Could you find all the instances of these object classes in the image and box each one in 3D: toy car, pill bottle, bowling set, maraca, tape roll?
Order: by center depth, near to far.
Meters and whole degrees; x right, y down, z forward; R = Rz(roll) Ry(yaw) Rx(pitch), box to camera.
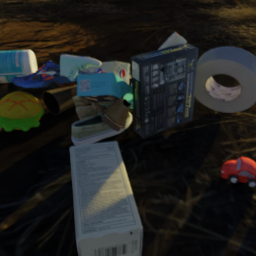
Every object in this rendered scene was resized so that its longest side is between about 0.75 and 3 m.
[{"bbox_3d":[4.513,1.275,8.103,2.655,0.629,2.821,-26,42,-32],"label":"toy car"},{"bbox_3d":[-3.886,-0.508,9.999,1.664,1.299,2.428,-4,30,-15],"label":"maraca"},{"bbox_3d":[-1.455,-0.973,10.027,0.954,1.236,1.777,-17,-6,-8],"label":"bowling set"},{"bbox_3d":[3.716,-1.776,10.687,2.578,2.578,0.852,15,54,21],"label":"tape roll"},{"bbox_3d":[-5.865,-2.908,13.401,2.688,1.489,1.489,-4,35,-7],"label":"pill bottle"}]

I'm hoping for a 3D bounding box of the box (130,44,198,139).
[{"bbox_3d":[1.250,-1.243,9.662,2.241,2.841,0.725,-20,38,-21],"label":"box"}]

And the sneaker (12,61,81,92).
[{"bbox_3d":[-3.055,-1.990,10.611,2.618,1.027,0.986,-10,0,-9],"label":"sneaker"}]

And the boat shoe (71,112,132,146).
[{"bbox_3d":[-0.869,-0.150,10.020,2.550,0.791,0.918,-28,43,-34],"label":"boat shoe"}]

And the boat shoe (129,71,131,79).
[{"bbox_3d":[0.572,-3.132,14.324,0.648,0.805,1.736,29,44,35],"label":"boat shoe"}]

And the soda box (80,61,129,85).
[{"bbox_3d":[-1.093,-2.064,10.893,2.489,0.850,0.789,8,8,43],"label":"soda box"}]

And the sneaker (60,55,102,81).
[{"bbox_3d":[-1.462,-1.773,8.559,1.299,0.766,0.478,7,3,10],"label":"sneaker"}]

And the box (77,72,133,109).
[{"bbox_3d":[-0.589,-1.189,9.662,1.171,0.699,2.845,0,-4,18],"label":"box"}]

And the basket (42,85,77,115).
[{"bbox_3d":[-2.592,-1.218,11.516,1.226,0.925,1.360,31,42,34],"label":"basket"}]

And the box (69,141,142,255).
[{"bbox_3d":[-0.665,1.707,7.007,1.414,1.158,2.979,-6,35,-9],"label":"box"}]

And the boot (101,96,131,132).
[{"bbox_3d":[-0.254,-0.522,8.866,0.880,0.902,2.390,35,6,-7],"label":"boot"}]

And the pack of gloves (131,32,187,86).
[{"bbox_3d":[1.390,-2.048,10.138,2.055,2.447,0.483,10,44,-52],"label":"pack of gloves"}]
